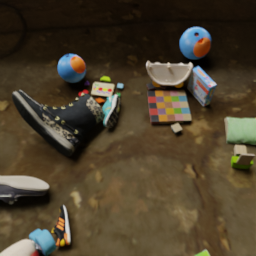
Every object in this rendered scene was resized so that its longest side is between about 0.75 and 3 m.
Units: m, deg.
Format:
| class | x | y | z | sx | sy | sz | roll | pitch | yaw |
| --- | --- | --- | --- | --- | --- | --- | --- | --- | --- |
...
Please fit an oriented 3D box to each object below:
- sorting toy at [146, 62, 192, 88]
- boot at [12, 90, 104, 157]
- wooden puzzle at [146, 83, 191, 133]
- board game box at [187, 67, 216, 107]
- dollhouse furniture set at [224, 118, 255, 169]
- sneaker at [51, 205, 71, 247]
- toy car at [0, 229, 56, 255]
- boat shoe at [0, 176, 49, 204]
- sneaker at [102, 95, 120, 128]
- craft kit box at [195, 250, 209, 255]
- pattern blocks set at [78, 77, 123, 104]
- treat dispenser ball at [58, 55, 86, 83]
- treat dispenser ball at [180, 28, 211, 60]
| class | x | y | z | sx | sy | sz | roll | pitch | yaw |
| --- | --- | --- | --- | --- | --- | --- | --- | --- | --- |
| sorting toy | 1.803 | -2.563 | 12.403 | 1.895 | 1.012 | 1.706 | 4 | 31 | 8 |
| boot | -2.587 | -0.678 | 10.661 | 3.034 | 1.095 | 2.291 | 45 | 61 | -3 |
| wooden puzzle | 1.679 | -0.907 | 11.705 | 1.640 | 0.194 | 2.766 | -2 | 55 | -2 |
| board game box | 3.037 | -1.712 | 11.665 | 0.336 | 1.177 | 1.202 | -24 | 59 | -16 |
| dollhouse furniture set | 4.518 | 0.279 | 10.309 | 1.481 | 1.134 | 2.261 | 5 | 55 | 3 |
| sneaker | -2.136 | 3.066 | 8.794 | 0.569 | 0.443 | 1.266 | -10 | 58 | -12 |
| toy car | -2.696 | 4.195 | 7.589 | 1.905 | 1.828 | 2.067 | -28 | 88 | -33 |
| boat shoe | -3.978 | 2.115 | 9.444 | 2.566 | 0.932 | 0.805 | 6 | 98 | -2 |
| sneaker | -0.744 | -0.656 | 11.404 | 0.649 | 0.631 | 1.628 | -5 | 48 | 21 |
| craft kit box | 1.613 | 4.928 | 7.470 | 2.389 | 0.587 | 2.419 | -18 | 57 | -9 |
| pattern blocks set | -1.134 | -1.659 | 12.259 | 1.726 | 0.140 | 1.517 | 15 | 57 | 10 |
| treat dispenser ball | -2.469 | -2.594 | 12.287 | 1.214 | 1.214 | 1.214 | 0 | 55 | 0 |
| treat dispenser ball | 3.136 | -3.936 | 13.091 | 1.436 | 1.436 | 1.436 | 0 | 55 | 0 |
